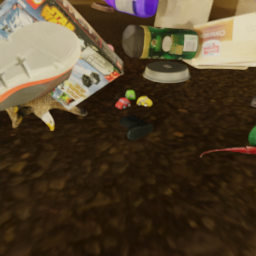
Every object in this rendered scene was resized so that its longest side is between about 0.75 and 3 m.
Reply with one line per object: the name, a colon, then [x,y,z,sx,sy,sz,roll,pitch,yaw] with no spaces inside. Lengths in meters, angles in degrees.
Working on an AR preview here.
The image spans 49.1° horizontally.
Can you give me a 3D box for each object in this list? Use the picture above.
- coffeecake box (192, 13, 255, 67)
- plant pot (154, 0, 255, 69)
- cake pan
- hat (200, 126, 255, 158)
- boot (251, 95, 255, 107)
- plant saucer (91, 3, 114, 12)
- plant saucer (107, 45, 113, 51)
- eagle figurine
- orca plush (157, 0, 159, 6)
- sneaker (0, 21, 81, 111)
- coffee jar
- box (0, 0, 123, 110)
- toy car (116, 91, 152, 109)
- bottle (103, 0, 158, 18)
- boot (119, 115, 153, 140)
coffeecake box: [3.253,-2.029,6.807,2.697,0.985,2.070,-7,13,-34]
plant pot: [2.373,-3.522,8.747,2.779,2.775,2.460,-9,29,-38]
cake pan: [1.820,-2.689,13.215,2.230,0.409,2.230,0,29,0]
hat: [3.520,0.508,7.624,2.148,1.891,1.779,42,41,-11]
boot: [5.329,-1.009,10.130,1.404,0.481,1.321,17,33,26]
plant saucer: [-0.804,-3.875,8.974,0.752,0.130,0.752,12,28,-7]
plant saucer: [-2.133,-3.376,13.753,2.930,0.743,2.930,-8,28,4]
eagle figurine: [-2.535,-0.820,8.784,2.471,1.865,1.875,-27,27,-22]
orca plush: [1.026,-4.726,9.743,2.467,0.877,1.298,-14,30,-39]
sneaker: [-1.804,-0.474,3.631,2.568,1.052,0.990,-21,74,-18]
coffee jar: [0.718,-1.966,6.490,1.656,0.707,0.864,-1,24,-16]
box: [-1.671,-1.791,6.427,1.879,2.744,0.547,-29,40,24]
toy car: [0.134,-1.134,10.521,1.356,0.303,1.276,-5,30,-10]
bottle: [-0.083,-3.973,8.463,0.716,0.916,2.193,-23,40,-38]
boot: [0.103,-0.050,8.465,0.917,0.414,1.119,27,32,36]
